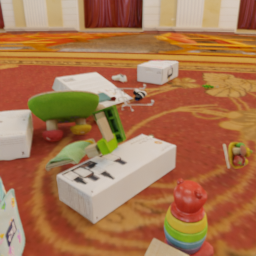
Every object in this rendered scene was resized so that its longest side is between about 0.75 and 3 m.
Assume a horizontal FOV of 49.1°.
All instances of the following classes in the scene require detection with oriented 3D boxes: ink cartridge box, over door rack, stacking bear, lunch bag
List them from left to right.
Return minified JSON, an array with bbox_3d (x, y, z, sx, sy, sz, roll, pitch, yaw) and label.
[{"bbox_3d":[-2.264,1.529,4.511,0.950,1.327,1.557,-18,30,-33],"label":"lunch bag"},{"bbox_3d":[-1.459,-1.488,12.201,2.391,0.600,2.755,38,30,17],"label":"ink cartridge box"},{"bbox_3d":[0.222,-1.202,11.436,1.390,0.463,1.027,-10,56,-21],"label":"over door rack"},{"bbox_3d":[1.716,-3.251,16.104,1.632,0.947,2.211,14,29,29],"label":"ink cartridge box"},{"bbox_3d":[0.981,1.477,4.620,0.761,1.339,0.813,-14,27,-29],"label":"stacking bear"}]

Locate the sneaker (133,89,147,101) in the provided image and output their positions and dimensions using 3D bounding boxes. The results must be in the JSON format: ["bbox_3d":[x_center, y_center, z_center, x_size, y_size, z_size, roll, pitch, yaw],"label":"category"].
[{"bbox_3d":[0.369,-1.427,12.371,0.501,0.328,0.896,-43,28,-19],"label":"sneaker"}]

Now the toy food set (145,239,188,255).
[{"bbox_3d":[0.606,2.399,3.685,1.271,0.535,1.772,22,31,17],"label":"toy food set"}]

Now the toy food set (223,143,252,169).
[{"bbox_3d":[2.735,0.656,6.780,0.360,0.649,1.102,-13,-9,42],"label":"toy food set"}]

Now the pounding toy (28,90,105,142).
[{"bbox_3d":[-1.906,-0.238,9.172,2.216,1.332,2.871,-8,-7,9],"label":"pounding toy"}]

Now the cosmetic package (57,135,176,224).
[{"bbox_3d":[-0.135,0.996,6.543,1.162,0.713,2.816,20,30,37],"label":"cosmetic package"}]

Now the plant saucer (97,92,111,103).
[{"bbox_3d":[-1.253,-1.180,11.143,0.501,0.136,1.433,36,29,18],"label":"plant saucer"}]

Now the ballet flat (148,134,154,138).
[{"bbox_3d":[0.682,0.453,8.306,0.317,0.314,0.933,-1,24,-3],"label":"ballet flat"}]

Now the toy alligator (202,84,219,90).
[{"bbox_3d":[4.196,-2.081,14.338,0.829,0.246,0.225,5,-17,10],"label":"toy alligator"}]

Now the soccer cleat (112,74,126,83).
[{"bbox_3d":[-0.490,-2.844,15.812,0.392,0.438,1.130,-20,30,-38],"label":"soccer cleat"}]

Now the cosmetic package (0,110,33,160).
[{"bbox_3d":[-3.484,0.157,8.443,1.053,0.767,2.071,-6,23,-14],"label":"cosmetic package"}]

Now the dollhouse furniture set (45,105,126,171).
[{"bbox_3d":[-1.127,0.234,6.647,1.800,0.904,1.179,-17,9,24],"label":"dollhouse furniture set"}]
